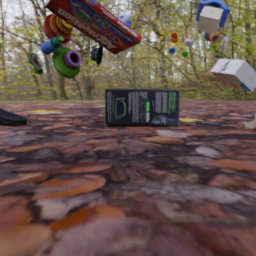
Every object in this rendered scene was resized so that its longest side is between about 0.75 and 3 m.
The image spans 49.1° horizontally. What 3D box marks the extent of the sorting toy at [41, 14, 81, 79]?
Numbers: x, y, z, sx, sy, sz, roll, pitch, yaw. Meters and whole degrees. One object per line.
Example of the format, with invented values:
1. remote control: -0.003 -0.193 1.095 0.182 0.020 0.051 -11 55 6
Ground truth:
1. sorting toy: -2.458 -3.269 10.866 1.060 2.581 1.551 -14 9 40

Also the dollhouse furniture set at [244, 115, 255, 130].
1. dollhouse furniture set: 4.066 0.061 8.396 1.358 0.777 1.592 -2 -16 -26

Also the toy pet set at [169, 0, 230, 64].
1. toy pet set: 2.778 -3.612 10.370 2.109 1.970 1.120 19 56 13

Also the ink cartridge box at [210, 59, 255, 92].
1. ink cartridge box: 3.453 -1.776 9.322 0.957 0.564 1.662 35 3 -22

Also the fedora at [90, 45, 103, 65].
1. fedora: -1.608 -3.666 14.040 0.464 1.016 1.016 10 9 12

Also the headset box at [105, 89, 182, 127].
1. headset box: 0.666 -0.853 11.193 2.922 1.356 2.544 0 6 2

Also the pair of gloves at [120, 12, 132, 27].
1. pair of gloves: -0.216 -4.137 11.202 0.995 1.238 0.141 -25 -42 37

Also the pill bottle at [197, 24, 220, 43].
1. pill bottle: 3.451 -4.105 11.951 0.637 0.637 1.200 -2 45 -18

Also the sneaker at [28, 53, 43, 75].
1. sneaker: -3.391 -2.384 10.450 0.399 0.937 0.366 22 57 25

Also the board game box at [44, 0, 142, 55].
1. board game box: -0.852 -2.653 7.058 2.273 0.221 1.170 27 -19 -33

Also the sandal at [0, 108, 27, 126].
1. sandal: -5.160 -0.373 10.897 2.742 0.656 1.031 18 13 25
